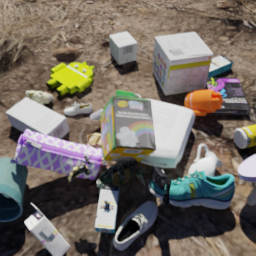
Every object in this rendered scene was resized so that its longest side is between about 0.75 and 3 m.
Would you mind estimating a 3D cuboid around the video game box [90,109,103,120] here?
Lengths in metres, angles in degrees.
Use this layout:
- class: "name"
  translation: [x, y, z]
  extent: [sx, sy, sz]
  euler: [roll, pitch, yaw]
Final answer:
- class: "video game box"
  translation: [-0.865, -0.490, 10.929]
  extent: [0.959, 0.874, 0.225]
  euler: [2, 77, -37]

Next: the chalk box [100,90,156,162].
- class: "chalk box"
  translation: [-0.068, -0.142, 8.929]
  extent: [1.357, 1.350, 2.180]
  euler: [5, 64, -21]

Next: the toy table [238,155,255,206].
- class: "toy table"
  translation: [4.403, 1.520, 8.544]
  extent: [1.987, 1.164, 1.827]
  euler: [-17, 17, 2]

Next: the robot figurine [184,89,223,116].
- class: "robot figurine"
  translation: [2.988, -1.052, 11.427]
  extent: [1.598, 1.150, 0.932]
  euler: [0, 0, 36]

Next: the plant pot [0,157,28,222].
- class: "plant pot"
  translation: [-3.862, 1.823, 8.687]
  extent: [1.534, 1.534, 1.502]
  euler: [0, 41, 0]

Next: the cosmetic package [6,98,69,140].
- class: "cosmetic package"
  translation: [-3.530, -0.235, 10.945]
  extent: [2.213, 0.819, 1.125]
  euler: [26, 52, 24]

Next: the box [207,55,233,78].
- class: "box"
  translation: [4.215, -2.973, 13.678]
  extent: [1.753, 0.431, 0.721]
  euler: [-24, 52, -20]

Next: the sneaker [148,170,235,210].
- class: "sneaker"
  translation: [1.944, 1.730, 8.541]
  extent: [2.678, 1.067, 1.038]
  euler: [4, 23, -7]

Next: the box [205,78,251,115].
- class: "box"
  translation: [4.292, -1.421, 12.298]
  extent: [1.539, 0.389, 2.153]
  euler: [0, 49, 0]

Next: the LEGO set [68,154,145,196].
- class: "LEGO set"
  translation: [-0.558, 1.311, 8.706]
  extent: [1.806, 2.782, 0.788]
  euler: [-37, 47, 9]

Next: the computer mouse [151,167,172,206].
- class: "computer mouse"
  translation: [0.950, 1.634, 7.863]
  extent: [0.281, 0.857, 1.221]
  euler: [3, 11, -18]

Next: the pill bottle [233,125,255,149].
- class: "pill bottle"
  translation: [4.742, 0.279, 10.495]
  extent: [1.363, 0.758, 0.758]
  euler: [-12, 49, -11]

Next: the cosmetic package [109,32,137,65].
- class: "cosmetic package"
  translation: [-0.264, -4.080, 14.286]
  extent: [1.025, 1.026, 1.243]
  euler: [-18, 51, -16]

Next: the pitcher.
- class: "pitcher"
  translation: [2.498, 1.247, 9.450]
  extent: [1.255, 0.761, 1.077]
  euler: [-37, 93, -33]

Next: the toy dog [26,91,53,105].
- class: "toy dog"
  translation: [-3.744, -1.262, 12.056]
  extent: [0.993, 0.693, 0.963]
  euler: [1, 12, 3]

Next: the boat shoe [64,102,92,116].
- class: "boat shoe"
  translation: [-2.099, -0.840, 11.683]
  extent: [1.185, 0.505, 0.438]
  euler: [-5, 48, -5]

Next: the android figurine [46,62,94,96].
- class: "android figurine"
  translation: [-2.616, -2.385, 13.133]
  extent: [2.120, 0.478, 2.329]
  euler: [34, 58, 27]

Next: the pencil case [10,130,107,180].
- class: "pencil case"
  translation: [-2.196, 0.861, 9.036]
  extent: [2.807, 1.200, 1.178]
  euler: [16, 55, -21]

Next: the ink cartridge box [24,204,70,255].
- class: "ink cartridge box"
  translation: [-2.292, 2.790, 7.597]
  extent: [0.490, 1.456, 0.853]
  euler: [-41, 16, -25]

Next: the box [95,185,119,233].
- class: "box"
  translation: [-0.607, 2.359, 8.227]
  extent: [0.548, 0.327, 1.332]
  euler: [6, 49, 1]

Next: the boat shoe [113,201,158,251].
- class: "boat shoe"
  translation: [0.245, 2.794, 8.262]
  extent: [1.801, 0.592, 0.648]
  euler: [-34, 64, -27]

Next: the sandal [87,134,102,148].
- class: "sandal"
  translation: [-1.190, 0.381, 9.904]
  extent: [1.561, 0.513, 0.572]
  euler: [-4, 64, 53]

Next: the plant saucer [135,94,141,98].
- class: "plant saucer"
  translation: [0.059, -0.927, 11.691]
  extent: [1.177, 0.295, 1.177]
  euler: [-22, 38, 18]

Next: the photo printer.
- class: "photo printer"
  translation: [1.086, 0.224, 10.402]
  extent: [2.240, 0.935, 2.692]
  euler: [15, 50, 15]

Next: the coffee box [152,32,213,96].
- class: "coffee box"
  translation: [2.329, -2.876, 12.575]
  extent: [1.934, 1.913, 1.931]
  euler: [-11, 48, -10]
